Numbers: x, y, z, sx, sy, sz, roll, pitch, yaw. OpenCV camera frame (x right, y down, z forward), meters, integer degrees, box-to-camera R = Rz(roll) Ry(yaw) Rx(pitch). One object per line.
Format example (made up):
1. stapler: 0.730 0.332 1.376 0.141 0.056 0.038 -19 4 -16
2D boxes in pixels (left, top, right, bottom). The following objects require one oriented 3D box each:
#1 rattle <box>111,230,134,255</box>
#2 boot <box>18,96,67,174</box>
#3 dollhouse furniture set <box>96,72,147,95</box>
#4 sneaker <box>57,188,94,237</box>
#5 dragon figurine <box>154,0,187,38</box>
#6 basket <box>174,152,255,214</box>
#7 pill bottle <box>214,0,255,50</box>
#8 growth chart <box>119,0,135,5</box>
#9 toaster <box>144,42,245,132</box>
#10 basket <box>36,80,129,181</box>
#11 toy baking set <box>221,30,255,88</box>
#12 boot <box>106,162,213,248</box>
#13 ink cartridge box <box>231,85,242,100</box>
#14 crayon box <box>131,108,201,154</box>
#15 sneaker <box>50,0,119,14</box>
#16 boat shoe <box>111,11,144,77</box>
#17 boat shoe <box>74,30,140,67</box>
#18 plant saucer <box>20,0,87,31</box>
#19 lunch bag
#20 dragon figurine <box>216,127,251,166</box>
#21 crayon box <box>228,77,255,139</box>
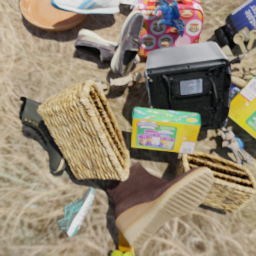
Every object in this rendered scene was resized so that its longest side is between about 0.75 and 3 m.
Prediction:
1. rattle: -0.968 3.694 7.582 2.738 1.783 1.956 -13 77 -10
2. boot: -2.812 0.226 9.041 0.919 1.641 2.372 -33 54 36
3. dollhouse furniture set: -0.103 -1.340 10.020 2.044 1.060 0.905 -15 92 -4
4. sneaker: -1.653 2.547 8.819 0.735 0.625 1.611 26 72 11
5. dragon figurine: 1.335 -3.728 8.881 0.954 1.919 0.565 -8 50 14
6. basket: 2.619 1.389 8.514 2.164 1.612 1.545 17 52 5
7. pill bottle: 4.395 -3.845 10.143 1.306 2.336 1.306 28 46 -33
8. growth chart: 0.108 -5.244 11.181 1.136 0.101 0.822 16 76 26
9. toaster: 1.928 -1.202 8.783 2.765 2.500 1.641 -7 38 7
10. basket: -0.856 -0.014 8.294 1.981 2.068 2.776 -45 117 -44
11. toy baking set: 4.324 -2.251 9.846 2.477 1.901 0.288 33 34 -1
12. boot: 0.677 1.607 8.025 2.988 1.081 2.485 -42 32 6
13. ink cartridge box: 3.964 -1.256 10.320 0.765 0.166 0.758 29 62 10
14. crayon box: 1.074 0.090 8.380 1.945 1.155 0.567 6 40 4
15. sneaker: -1.581 -4.821 10.371 2.729 1.102 1.044 -17 32 -33
16. boat shoe: 0.086 -2.766 9.471 0.794 2.208 0.715 -2 36 -44
17. boat shoe: -0.824 -2.813 10.504 2.523 0.907 0.817 25 75 1
18. plant saucer: -2.925 -4.960 11.421 2.767 0.518 2.767 1 66 -2
19. lunch bag: 1.345 -3.683 10.061 2.586 2.278 1.059 3 48 1
20. dragon figurine: 3.486 0.486 9.433 0.566 0.956 1.923 -32 36 19
21. crayon box: 4.504 -0.344 9.073 2.416 0.704 1.435 43 118 13
